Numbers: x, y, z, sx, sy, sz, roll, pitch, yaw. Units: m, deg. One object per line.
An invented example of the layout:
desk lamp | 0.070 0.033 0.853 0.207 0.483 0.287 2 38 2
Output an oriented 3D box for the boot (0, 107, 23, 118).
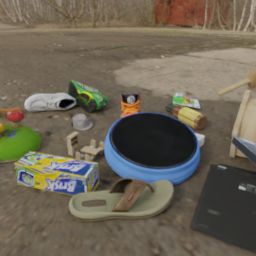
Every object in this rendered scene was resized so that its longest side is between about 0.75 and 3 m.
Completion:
boot | -5.006 -0.707 11.696 0.987 0.378 0.766 9 26 18

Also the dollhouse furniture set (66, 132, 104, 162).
dollhouse furniture set | -1.351 0.575 8.646 0.986 0.642 0.906 11 28 23

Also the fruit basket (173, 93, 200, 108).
fruit basket | 2.607 -1.212 12.599 1.168 0.548 1.082 6 26 6

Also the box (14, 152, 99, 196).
box | -1.837 1.199 7.284 2.065 0.664 0.723 7 25 15

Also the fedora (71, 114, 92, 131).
fedora | -1.794 -0.265 10.659 0.763 0.390 0.863 -30 39 -34

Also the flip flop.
flip flop | -0.115 1.545 6.479 2.485 0.715 1.008 -4 25 -8

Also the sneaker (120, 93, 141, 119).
sneaker | 0.023 -0.443 9.863 1.000 1.444 2.577 -2 25 -5

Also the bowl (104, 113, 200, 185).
bowl | 0.702 0.472 8.160 2.804 0.550 2.804 3 37 -2

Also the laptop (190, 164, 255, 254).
laptop | 3.076 1.831 6.584 2.448 1.515 2.614 13 56 26

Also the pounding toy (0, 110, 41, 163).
pounding toy | -4.147 0.138 8.962 2.501 1.160 1.930 -2 25 -5

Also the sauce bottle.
sauce bottle | 2.217 -0.524 10.987 0.634 0.634 1.921 -15 31 -29

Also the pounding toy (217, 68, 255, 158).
pounding toy | 3.731 -0.362 9.140 1.691 1.685 2.947 13 60 27

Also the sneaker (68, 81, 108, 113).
sneaker | -1.916 -1.433 12.788 1.102 1.010 2.587 -12 36 -39

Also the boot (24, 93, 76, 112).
boot | -3.288 -1.088 12.040 2.058 0.757 0.984 -18 24 -35

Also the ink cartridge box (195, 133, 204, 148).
ink cartridge box | 2.064 0.472 9.216 0.588 0.343 0.808 19 30 34

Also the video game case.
video game case | 4.104 1.006 6.802 2.728 0.259 1.949 19 14 -3
